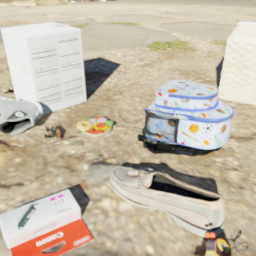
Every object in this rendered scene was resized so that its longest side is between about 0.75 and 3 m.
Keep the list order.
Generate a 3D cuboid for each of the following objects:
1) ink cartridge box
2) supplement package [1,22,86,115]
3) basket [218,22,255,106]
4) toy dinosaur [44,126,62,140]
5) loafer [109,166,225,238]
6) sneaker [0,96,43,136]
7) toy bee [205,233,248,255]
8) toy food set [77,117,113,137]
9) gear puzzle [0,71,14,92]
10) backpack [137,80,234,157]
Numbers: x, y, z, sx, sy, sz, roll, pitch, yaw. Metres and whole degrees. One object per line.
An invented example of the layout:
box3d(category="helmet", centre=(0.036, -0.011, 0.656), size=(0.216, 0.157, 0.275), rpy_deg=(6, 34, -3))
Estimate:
box3d(category="ink cartridge box", centre=(-1.756, 2.103, 5.945), size=(1.614, 0.352, 1.401), rpy_deg=(-17, 32, -27))
box3d(category="supplement package", centre=(-3.301, -2.463, 11.275), size=(2.236, 2.968, 2.253), rpy_deg=(-24, 37, -35))
box3d(category="basket", centre=(5.561, -2.551, 11.592), size=(2.962, 2.936, 2.382), rpy_deg=(16, 38, 25))
box3d(category="toy dinosaur", centre=(-2.461, 0.148, 9.347), size=(0.596, 0.449, 0.879), rpy_deg=(2, 4, -29))
box3d(category="loafer", centre=(0.831, 1.411, 6.550), size=(2.964, 0.932, 1.066), rpy_deg=(20, 35, 31))
box3d(category="sneaker", centre=(-4.461, -0.405, 9.714), size=(2.709, 1.016, 1.564), rpy_deg=(0, 32, -2))
box3d(category="toy bee", centre=(1.573, 2.348, 5.123), size=(0.887, 0.736, 1.354), rpy_deg=(-36, 1, 32))
box3d(category="toy food set", centre=(-1.125, -0.067, 9.813), size=(1.130, 0.275, 1.118), rpy_deg=(21, 36, 33))
box3d(category="gear puzzle", centre=(-5.830, -1.911, 13.028), size=(1.551, 0.392, 2.995), rpy_deg=(8, 34, 10))
box3d(category="backpack", centre=(1.940, -0.376, 8.677), size=(2.514, 2.033, 2.640), rpy_deg=(19, 32, 20))
